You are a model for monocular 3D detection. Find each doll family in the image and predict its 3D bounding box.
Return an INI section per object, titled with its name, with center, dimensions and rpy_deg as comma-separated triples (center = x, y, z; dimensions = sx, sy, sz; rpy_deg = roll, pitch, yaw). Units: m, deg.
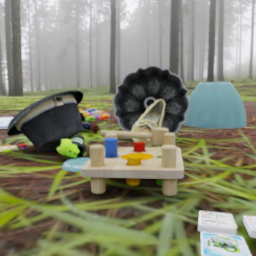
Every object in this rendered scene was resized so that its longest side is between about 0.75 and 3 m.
[doll family]
center = -2.194, -0.235, 10.718
dimensions = 2.506, 0.983, 1.449
rpy_deg = -4, 4, -44

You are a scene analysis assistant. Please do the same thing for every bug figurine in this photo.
[bug figurine]
center = -1.872, -0.694, 14.748
dimensions = 1.380, 0.458, 1.779
rpy_deg = -16, 30, -35

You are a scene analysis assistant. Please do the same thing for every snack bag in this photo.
[snack bag]
center = -5.303, -0.230, 12.637
dimensions = 1.641, 0.186, 1.740
rpy_deg = -3, 16, -13

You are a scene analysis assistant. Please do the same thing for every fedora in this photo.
[fedora]
center = -2.053, -0.056, 7.808
dimensions = 2.410, 1.100, 2.410
rpy_deg = -32, -5, -3

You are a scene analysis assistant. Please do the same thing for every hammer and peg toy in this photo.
[hammer and peg toy]
center = 0.163, 0.575, 5.639
dimensions = 1.782, 0.854, 2.422
rpy_deg = -1, 8, 7

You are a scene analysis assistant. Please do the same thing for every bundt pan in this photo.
[bundt pan]
center = 0.788, -0.762, 9.550
dimensions = 2.557, 2.557, 0.960
rpy_deg = 1, -3, 9

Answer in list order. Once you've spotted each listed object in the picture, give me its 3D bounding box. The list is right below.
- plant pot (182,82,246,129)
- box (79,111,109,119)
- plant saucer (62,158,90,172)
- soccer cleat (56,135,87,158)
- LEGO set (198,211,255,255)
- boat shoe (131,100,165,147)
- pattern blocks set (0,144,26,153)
[plant pot]
center = 4.033, -1.142, 13.207
dimensions = 2.945, 1.983, 2.945
rpy_deg = -1, 9, 0
[box]
center = -2.037, -0.780, 16.191
dimensions = 1.212, 0.346, 1.771
rpy_deg = -6, 10, -34
[plant saucer]
center = -1.069, 0.825, 6.393
dimensions = 0.866, 0.119, 0.866
rpy_deg = -1, 9, 0
[soccer cleat]
center = -1.358, 0.532, 7.349
dimensions = 0.639, 0.533, 1.578
rpy_deg = 28, 6, 4
[LEGO set]
center = 1.488, 1.320, 2.716
dimensions = 1.582, 0.520, 2.118
rpy_deg = 2, -3, 14
[boat shoe]
center = 0.651, -0.172, 8.084
dimensions = 0.728, 0.628, 1.997
rpy_deg = 31, 36, 4
[pattern blocks set]
center = -3.434, 0.597, 8.013
dimensions = 0.922, 0.075, 0.811
rpy_deg = -2, 9, -13
